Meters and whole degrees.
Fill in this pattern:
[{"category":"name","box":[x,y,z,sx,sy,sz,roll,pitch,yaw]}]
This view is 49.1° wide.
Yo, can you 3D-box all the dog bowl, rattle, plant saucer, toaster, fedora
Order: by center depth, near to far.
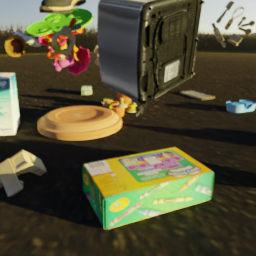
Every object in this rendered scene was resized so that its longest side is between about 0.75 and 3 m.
[{"category":"toaster","box":[0.429,-1.680,5.735,1.287,1.962,2.169,26,43,34]},{"category":"rattle","box":[-1.491,-2.182,6.529,0.578,0.888,0.634,16,21,-25]},{"category":"plant saucer","box":[-1.729,-0.293,10.145,3.001,0.484,3.001,1,19,0]},{"category":"fedora","box":[-4.129,-3.000,10.165,0.844,0.844,0.344,-17,44,-41]},{"category":"dog bowl","box":[4.890,-0.921,12.150,1.401,0.347,0.781,-7,20,-22]}]

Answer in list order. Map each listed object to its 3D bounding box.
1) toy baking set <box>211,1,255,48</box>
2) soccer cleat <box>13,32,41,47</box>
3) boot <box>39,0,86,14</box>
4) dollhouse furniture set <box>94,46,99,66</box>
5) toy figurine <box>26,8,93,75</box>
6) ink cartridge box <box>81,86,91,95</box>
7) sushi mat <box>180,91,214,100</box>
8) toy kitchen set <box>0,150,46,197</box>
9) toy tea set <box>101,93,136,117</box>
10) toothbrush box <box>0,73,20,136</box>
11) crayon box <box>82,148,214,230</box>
[{"category":"toy baking set","box":[3.317,-3.300,8.994,1.190,1.551,0.180,-27,-24,14]},{"category":"soccer cleat","box":[-3.928,-3.350,10.818,1.105,0.386,0.477,21,36,-1]},{"category":"boot","box":[-1.193,-2.656,4.981,0.561,1.002,1.448,10,37,6]},{"category":"dollhouse furniture set","box":[-0.159,-3.304,10.224,1.269,2.868,1.486,30,20,-1]},{"category":"toy figurine","box":[-2.276,-2.895,10.338,2.373,2.184,1.782,-28,50,-21]},{"category":"ink cartridge box","box":[-2.310,-2.075,15.534,0.539,0.308,1.039,-2,19,-6]},{"category":"sushi mat","box":[3.659,-1.749,14.909,0.876,0.111,1.831,-9,21,-27]},{"category":"toy kitchen set","box":[-2.408,1.158,6.299,0.933,0.841,0.761,-34,66,-1]},{"category":"toy tea set","box":[-0.325,-1.187,12.108,1.390,0.865,2.337,-5,20,-15]},{"category":"toothbrush box","box":[-4.249,-0.829,9.510,0.807,1.891,1.385,-4,20,-13]},{"category":"crayon box","box":[0.370,1.110,5.746,2.334,0.680,1.386,-8,21,-22]}]
